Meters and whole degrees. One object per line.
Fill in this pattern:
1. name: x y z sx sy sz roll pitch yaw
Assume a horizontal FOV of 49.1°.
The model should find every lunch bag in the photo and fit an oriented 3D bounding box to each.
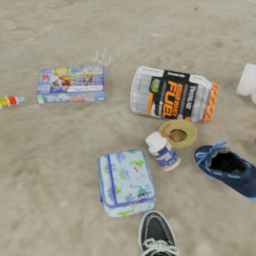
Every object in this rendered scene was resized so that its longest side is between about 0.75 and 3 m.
1. lunch bag: -0.093 1.535 7.996 1.509 0.774 1.878 -8 44 -4

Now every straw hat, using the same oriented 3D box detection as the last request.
1. straw hat: 1.660 0.322 9.324 1.261 0.534 1.261 -8 50 9

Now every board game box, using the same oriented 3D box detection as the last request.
1. board game box: -2.295 -1.801 11.531 2.666 0.459 1.805 -3 45 -3

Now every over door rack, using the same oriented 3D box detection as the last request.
1. over door rack: -1.043 -3.368 13.184 0.819 0.369 1.109 27 51 23

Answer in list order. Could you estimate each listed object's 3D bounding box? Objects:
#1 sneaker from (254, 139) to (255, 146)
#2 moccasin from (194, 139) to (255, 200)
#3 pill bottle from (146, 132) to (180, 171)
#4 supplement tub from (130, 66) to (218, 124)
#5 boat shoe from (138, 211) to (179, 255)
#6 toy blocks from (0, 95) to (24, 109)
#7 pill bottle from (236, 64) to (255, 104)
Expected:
1. sneaker: 4.641 0.897 8.297 0.737 0.778 1.894 -13 62 -47
2. moccasin: 2.654 0.878 7.657 1.132 0.959 2.813 -44 20 -8
3. pill bottle: 1.030 0.699 8.506 0.620 1.118 0.620 -35 13 9
4. supplement tub: 1.618 -1.140 9.968 2.834 1.737 1.737 11 46 11
5. boat shoe: 0.715 2.993 6.422 0.954 0.883 2.585 1 45 1
6. toy blocks: -4.535 -1.076 10.847 0.911 0.331 0.759 -17 31 -25
7. pill bottle: 5.634 -1.444 10.376 2.838 1.600 1.600 20 48 19
